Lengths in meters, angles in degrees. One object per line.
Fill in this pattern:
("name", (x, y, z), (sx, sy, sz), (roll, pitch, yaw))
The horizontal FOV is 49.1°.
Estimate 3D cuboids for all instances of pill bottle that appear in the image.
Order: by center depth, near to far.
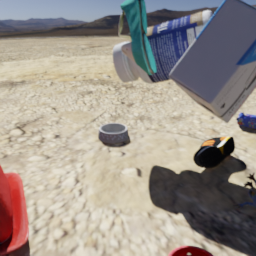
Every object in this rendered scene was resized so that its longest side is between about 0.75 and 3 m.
("pill bottle", (1.113, -2.228, 8.293), (2.957, 1.641, 1.641), (-9, 18, 23))

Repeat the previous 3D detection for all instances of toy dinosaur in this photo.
("toy dinosaur", (2.888, 1.495, 6.075), (1.165, 0.612, 1.057), (4, 39, -16))

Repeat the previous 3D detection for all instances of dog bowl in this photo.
("dog bowl", (-0.501, 0.145, 9.463), (1.089, 0.319, 1.089), (1, 23, 0))

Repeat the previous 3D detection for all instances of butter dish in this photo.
("butter dish", (-3.348, 1.100, 5.076), (2.668, 1.972, 2.660), (-9, 25, -22))

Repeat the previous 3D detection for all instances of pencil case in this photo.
("pencil case", (4.567, -0.255, 10.090), (1.245, 0.541, 0.486), (12, 40, 27))

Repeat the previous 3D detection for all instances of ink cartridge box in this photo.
("ink cartridge box", (1.962, -1.129, 5.531), (0.956, 1.658, 2.285), (40, 11, 25))

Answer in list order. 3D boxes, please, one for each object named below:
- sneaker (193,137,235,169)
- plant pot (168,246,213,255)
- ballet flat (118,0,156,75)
("sneaker", (2.297, 0.686, 8.000), (1.741, 0.609, 0.784), (-20, 12, -36))
("plant pot", (0.913, 2.230, 4.017), (0.786, 0.716, 0.786), (-1, 24, 0))
("ballet flat", (0.159, -2.084, 6.543), (0.729, 2.072, 0.698), (-13, -16, 18))
